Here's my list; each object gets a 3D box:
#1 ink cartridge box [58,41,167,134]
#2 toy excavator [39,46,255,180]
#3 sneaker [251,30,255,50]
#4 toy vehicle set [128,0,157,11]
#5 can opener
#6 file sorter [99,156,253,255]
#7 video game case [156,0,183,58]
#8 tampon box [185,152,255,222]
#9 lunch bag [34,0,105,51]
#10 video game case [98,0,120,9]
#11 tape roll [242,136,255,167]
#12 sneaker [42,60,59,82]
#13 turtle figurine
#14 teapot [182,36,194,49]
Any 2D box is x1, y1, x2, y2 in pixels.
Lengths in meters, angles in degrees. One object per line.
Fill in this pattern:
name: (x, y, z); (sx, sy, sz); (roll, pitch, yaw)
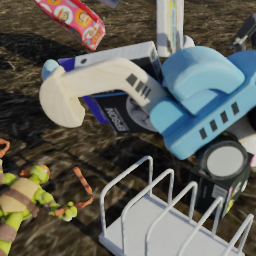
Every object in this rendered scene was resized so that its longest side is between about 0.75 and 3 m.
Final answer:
ink cartridge box: (-0.172, -0.618, 5.487); (1.967, 1.949, 0.427); (-3, 51, 25)
toy excavator: (0.591, -0.519, 4.375); (2.894, 2.977, 1.487); (-41, 21, 20)
sneaker: (4.162, -2.392, 8.236); (0.858, 2.086, 0.771); (-12, 13, 17)
toy vehicle set: (0.302, -4.634, 8.961); (1.881, 1.169, 0.249); (5, 3, -31)
can opener: (3.047, -2.328, 7.103); (0.408, 1.530, 0.511); (-27, 82, -5)
file sorter: (0.786, 1.775, 5.003); (2.279, 1.419, 1.581); (27, 43, 34)
video game case: (1.443, -3.888, 9.458); (0.337, 2.942, 2.677); (3, 13, 21)
tampon box: (2.058, 1.144, 6.254); (0.871, 1.033, 1.379); (26, 42, 33)
lunch bag: (-1.707, -3.218, 8.068); (1.954, 0.909, 2.218); (36, 6, 0)
video game case: (-0.938, -5.108, 10.053); (1.630, 0.205, 1.792); (25, 50, -6)
tape roll: (3.085, -0.160, 8.233); (2.858, 0.999, 2.858); (-1, 34, 0)
sneaker: (-2.019, -1.378, 7.624); (0.583, 0.646, 1.577); (6, 54, -26)
turtle figurine: (-2.446, 1.501, 5.767); (2.972, 0.957, 2.397); (27, 50, 11)
teapot: (2.830, -3.900, 13.897); (0.890, 1.203, 1.218); (24, 50, -28)
